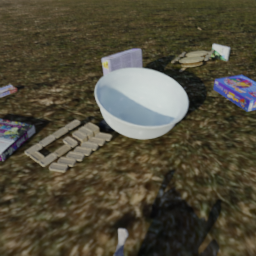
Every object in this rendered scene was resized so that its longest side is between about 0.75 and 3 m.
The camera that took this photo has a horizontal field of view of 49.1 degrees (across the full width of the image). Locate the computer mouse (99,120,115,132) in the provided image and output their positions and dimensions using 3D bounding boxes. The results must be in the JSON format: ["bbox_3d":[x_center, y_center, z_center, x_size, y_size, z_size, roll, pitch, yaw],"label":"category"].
[{"bbox_3d":[-0.194,-0.063,9.422,1.624,0.276,0.476,7,32,9],"label":"computer mouse"}]

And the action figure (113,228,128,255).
[{"bbox_3d":[0.322,3.094,3.962,2.638,1.380,2.552,30,46,4],"label":"action figure"}]

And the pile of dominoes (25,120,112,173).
[{"bbox_3d":[-1.745,0.593,8.521,1.689,0.345,2.167,26,49,36],"label":"pile of dominoes"}]

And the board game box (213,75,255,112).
[{"bbox_3d":[4.746,-1.470,11.428,1.432,0.477,2.131,-11,34,-17],"label":"board game box"}]

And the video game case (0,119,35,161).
[{"bbox_3d":[-4.174,0.289,8.808,1.809,0.324,1.639,9,34,14],"label":"video game case"}]

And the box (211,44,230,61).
[{"bbox_3d":[5.077,-4.163,15.453,0.179,0.712,0.986,-25,40,-35],"label":"box"}]

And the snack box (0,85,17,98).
[{"bbox_3d":[-5.377,-1.426,11.649,0.506,0.171,1.408,23,39,32],"label":"snack box"}]

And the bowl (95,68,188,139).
[{"bbox_3d":[0.350,-0.599,9.045,2.917,1.311,2.917,5,44,-5],"label":"bowl"}]

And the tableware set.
[{"bbox_3d":[3.493,-3.535,14.670,1.802,0.546,2.726,2,25,25],"label":"tableware set"}]

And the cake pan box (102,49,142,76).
[{"bbox_3d":[-0.125,-2.129,11.251,0.500,1.759,1.910,21,38,40],"label":"cake pan box"}]
